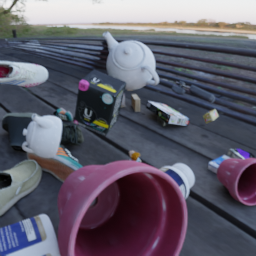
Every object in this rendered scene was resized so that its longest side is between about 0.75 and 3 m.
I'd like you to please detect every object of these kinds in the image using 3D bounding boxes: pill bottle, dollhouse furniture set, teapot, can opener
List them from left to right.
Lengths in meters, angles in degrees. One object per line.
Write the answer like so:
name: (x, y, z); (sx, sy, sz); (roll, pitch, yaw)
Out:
pill bottle: (-2.766, 2.865, 5.713); (2.562, 1.423, 1.423); (-13, 28, -27)
teapot: (-1.626, 0.150, 5.195); (0.624, 0.854, 0.843); (11, 5, -23)
dollhouse furniture set: (-0.644, -1.586, 15.428); (2.445, 1.267, 1.082); (-4, 24, -9)
teapot: (0.102, -2.576, 10.918); (2.123, 2.095, 1.550); (-1, -17, 4)
pill bottle: (1.035, 1.841, 8.214); (1.173, 1.173, 2.112); (21, 32, 37)
can opener: (1.943, -1.034, 8.509); (1.341, 0.448, 0.358); (33, 2, 30)

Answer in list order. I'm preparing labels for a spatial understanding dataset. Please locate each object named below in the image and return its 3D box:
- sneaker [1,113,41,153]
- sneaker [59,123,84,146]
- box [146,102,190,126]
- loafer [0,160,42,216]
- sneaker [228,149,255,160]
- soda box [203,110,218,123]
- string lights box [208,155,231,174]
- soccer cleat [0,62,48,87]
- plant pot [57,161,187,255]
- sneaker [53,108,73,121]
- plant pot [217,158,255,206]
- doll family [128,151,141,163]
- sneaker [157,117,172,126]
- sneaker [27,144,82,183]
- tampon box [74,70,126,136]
sneaker: (-4.777, 0.244, 11.828); (2.833, 1.059, 1.505); (-6, 57, 43)
sneaker: (-2.531, 0.155, 11.109); (1.596, 1.065, 2.786); (-1, -7, -13)
box: (1.973, -0.741, 14.185); (1.241, 0.392, 2.255); (8, 18, -29)
loafer: (-3.659, 1.712, 8.732); (1.053, 0.950, 2.783); (6, 26, 13)
sneaker: (4.365, 1.203, 10.291); (0.792, 0.553, 1.592); (-2, 25, -7)
soda box: (2.798, -0.395, 9.481); (0.268, 0.283, 0.837); (-24, 0, 32)
string lights box: (3.437, 1.348, 10.308); (0.936, 0.276, 0.481); (-17, 30, -32)
soccer cleat: (-3.783, -1.866, 9.775); (2.370, 0.828, 1.023); (-9, 6, -42)
plant pot: (-0.456, 1.978, 6.510); (2.745, 2.745, 2.457); (-14, 14, -28)
sneaker: (-3.322, -0.596, 14.285); (0.558, 0.499, 1.397); (-28, 33, -31)
plant pot: (3.540, 1.543, 8.811); (1.404, 1.404, 1.257); (-8, 12, -17)
doll family: (0.078, 1.394, 9.236); (0.799, 1.101, 1.774); (14, 29, 28)
sneaker: (1.788, -0.301, 13.864); (0.476, 0.335, 0.897); (3, 24, -21)
sneaker: (-2.373, 1.119, 9.966); (2.738, 0.977, 1.094); (16, 34, 34)
tampon box: (-1.003, -0.877, 9.886); (1.325, 1.768, 1.116); (22, 39, 9)
